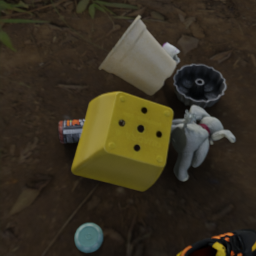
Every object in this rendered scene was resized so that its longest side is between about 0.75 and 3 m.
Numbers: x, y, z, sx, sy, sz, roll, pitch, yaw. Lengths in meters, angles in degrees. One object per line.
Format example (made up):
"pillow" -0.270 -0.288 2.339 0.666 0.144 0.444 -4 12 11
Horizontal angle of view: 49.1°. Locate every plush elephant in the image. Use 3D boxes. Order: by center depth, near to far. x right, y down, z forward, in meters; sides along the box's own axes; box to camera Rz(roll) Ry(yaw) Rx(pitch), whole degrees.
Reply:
"plush elephant" 2.485 0.293 9.921 1.916 2.475 2.038 -5 46 -26

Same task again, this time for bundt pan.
"bundt pan" 2.942 -1.671 11.878 2.188 0.821 2.188 0 56 -1

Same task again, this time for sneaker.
"sneaker" 2.711 3.546 7.948 2.841 1.278 0.994 -14 56 -10
"sneaker" 1.677 -2.716 11.987 0.863 1.732 0.648 28 52 13

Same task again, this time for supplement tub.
"supplement tub" -1.763 0.115 10.552 1.610 0.861 0.861 -4 55 -8

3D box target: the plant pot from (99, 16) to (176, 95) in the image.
"plant pot" 0.511 -2.617 11.062 2.311 2.525 2.525 37 58 -11

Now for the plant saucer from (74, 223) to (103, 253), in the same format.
"plant saucer" -1.235 3.404 8.738 0.897 0.161 0.897 0 56 0

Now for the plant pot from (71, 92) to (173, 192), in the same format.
"plant pot" -0.006 0.306 8.516 2.598 2.292 2.598 17 69 -14

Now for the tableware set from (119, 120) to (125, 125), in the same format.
"tableware set" -0.269 -0.727 11.261 0.693 0.210 1.049 28 65 -11
